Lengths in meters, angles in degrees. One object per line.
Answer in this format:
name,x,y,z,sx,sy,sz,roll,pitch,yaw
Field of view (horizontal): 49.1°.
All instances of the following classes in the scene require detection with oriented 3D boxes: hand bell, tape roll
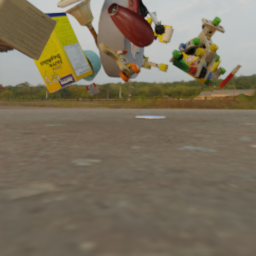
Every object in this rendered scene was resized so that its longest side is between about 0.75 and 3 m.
hand bell,-1.241,-3.351,9.698,1.012,1.943,1.012,-24,26,13
tape roll,-0.116,-2.569,8.035,0.751,2.274,2.274,5,6,15

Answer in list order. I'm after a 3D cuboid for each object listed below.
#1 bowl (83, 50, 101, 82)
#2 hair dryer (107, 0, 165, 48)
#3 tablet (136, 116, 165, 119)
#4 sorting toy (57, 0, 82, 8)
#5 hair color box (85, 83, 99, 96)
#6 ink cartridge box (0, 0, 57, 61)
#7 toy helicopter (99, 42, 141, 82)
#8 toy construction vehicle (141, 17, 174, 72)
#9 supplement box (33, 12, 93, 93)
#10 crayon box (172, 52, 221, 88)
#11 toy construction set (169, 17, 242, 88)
bowl,-1.808,-2.963,12.836,1.491,1.491,0.780,5,37,46
hair dryer,0.091,-2.737,6.686,0.617,1.729,2.270,-27,14,30
tablet,1.290,-0.614,16.481,1.050,0.110,1.613,-3,5,-32
sorting toy,-1.278,-3.364,7.113,1.176,0.232,1.271,-24,29,-4
hair color box,-1.691,-1.832,13.294,0.471,0.271,0.849,-26,-12,-2
ink cartridge box,-2.951,-2.796,7.680,0.584,1.281,1.555,25,-2,44
toy helicopter,-0.213,-1.466,5.811,0.409,0.686,1.038,-33,-38,24
toy construction vehicle,0.946,-3.689,12.430,2.541,2.212,0.895,24,13,40
supplement box,-2.895,-3.078,11.445,1.503,2.745,1.494,-17,16,26
crayon box,3.206,-2.848,12.588,2.067,1.312,0.525,35,-27,15
toy construction set,3.033,-2.782,10.052,2.385,1.832,1.989,33,38,-6
